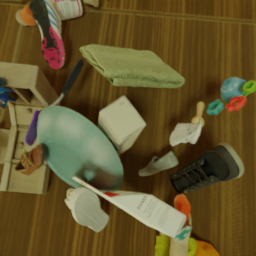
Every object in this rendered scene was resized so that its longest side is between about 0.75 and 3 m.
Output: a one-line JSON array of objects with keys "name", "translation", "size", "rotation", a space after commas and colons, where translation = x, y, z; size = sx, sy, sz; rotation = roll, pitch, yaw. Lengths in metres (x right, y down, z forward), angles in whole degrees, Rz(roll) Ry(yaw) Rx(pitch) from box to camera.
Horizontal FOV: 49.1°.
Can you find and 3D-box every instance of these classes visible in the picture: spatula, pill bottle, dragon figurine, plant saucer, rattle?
[{"name": "spatula", "translation": [-1.987, -0.777, 7.724], "size": [0.295, 0.812, 2.874], "rotation": [30, 72, 6]}, {"name": "pill bottle", "translation": [-2.229, -3.978, 9.361], "size": [1.224, 0.694, 0.694], "rotation": [-22, 77, -22]}, {"name": "dragon figurine", "translation": [-2.824, -0.812, 6.147], "size": [0.438, 1.490, 0.741], "rotation": [46, 112, 19]}, {"name": "plant saucer", "translation": [-1.396, 0.763, 6.956], "size": [2.759, 2.759, 0.531], "rotation": [36, 50, 8]}, {"name": "rattle", "translation": [1.719, 2.763, 6.740], "size": [1.990, 2.786, 1.814], "rotation": [21, 36, 9]}]

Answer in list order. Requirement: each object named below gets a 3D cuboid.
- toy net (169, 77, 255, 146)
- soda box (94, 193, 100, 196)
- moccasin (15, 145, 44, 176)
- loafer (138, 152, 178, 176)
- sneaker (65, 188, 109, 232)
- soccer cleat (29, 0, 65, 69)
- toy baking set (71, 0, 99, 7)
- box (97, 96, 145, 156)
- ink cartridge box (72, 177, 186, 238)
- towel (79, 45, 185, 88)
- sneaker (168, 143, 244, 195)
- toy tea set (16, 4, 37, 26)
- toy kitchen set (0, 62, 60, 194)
[{"name": "toy net", "translation": [2.016, -0.273, 6.590], "size": [2.375, 1.246, 0.459], "rotation": [-45, 117, 3]}, {"name": "soda box", "translation": [-1.109, 1.094, 7.607], "size": [0.654, 1.930, 0.618], "rotation": [6, 53, 38]}, {"name": "moccasin", "translation": [-2.458, 0.783, 6.948], "size": [0.531, 1.376, 0.503], "rotation": [14, 60, -33]}, {"name": "loafer", "translation": [0.819, 1.052, 8.046], "size": [1.302, 0.455, 0.454], "rotation": [-27, 78, 30]}, {"name": "sneaker", "translation": [-1.312, 1.942, 7.313], "size": [1.204, 2.083, 0.768], "rotation": [30, 64, 30]}, {"name": "soccer cleat", "translation": [-2.318, -2.964, 8.690], "size": [0.755, 0.933, 2.161], "rotation": [-2, 115, 22]}, {"name": "toy baking set", "translation": [-1.774, -5.258, 9.525], "size": [2.029, 0.308, 2.643], "rotation": [-11, 72, -35]}, {"name": "box", "translation": [-0.257, 0.086, 6.895], "size": [0.717, 2.098, 0.862], "rotation": [-34, 80, -16]}, {"name": "ink cartridge box", "translation": [-0.102, 1.476, 6.087], "size": [2.243, 1.823, 0.640], "rotation": [37, 73, -4]}, {"name": "towel", "translation": [0.153, -1.759, 7.922], "size": [2.716, 0.495, 2.015], "rotation": [-1, 36, -35]}, {"name": "sneaker", "translation": [1.854, 1.170, 6.967], "size": [1.283, 2.416, 0.903], "rotation": [-27, 75, -11]}, {"name": "toy tea set", "translation": [-3.271, -4.910, 9.771], "size": [1.715, 1.068, 2.884], "rotation": [31, 73, -23]}, {"name": "toy kitchen set", "translation": [-3.435, 0.156, 7.428], "size": [2.414, 2.670, 2.959], "rotation": [5, 77, -1]}]
